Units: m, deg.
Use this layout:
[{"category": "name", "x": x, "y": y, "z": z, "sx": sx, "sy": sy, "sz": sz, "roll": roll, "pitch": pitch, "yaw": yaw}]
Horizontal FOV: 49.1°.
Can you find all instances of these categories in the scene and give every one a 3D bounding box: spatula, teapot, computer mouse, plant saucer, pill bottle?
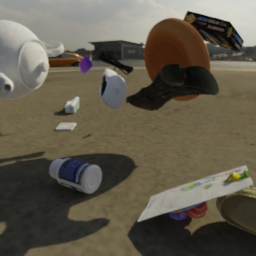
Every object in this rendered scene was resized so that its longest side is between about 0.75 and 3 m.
[{"category": "spatula", "x": -1.750, "y": -3.546, "z": 13.721, "sx": 0.236, "sy": 0.649, "sz": 2.297, "roll": -2, "pitch": 46, "yaw": 32}, {"category": "teapot", "x": -3.538, "y": -2.163, "z": 9.223, "sx": 2.021, "sy": 2.767, "sz": 2.731, "roll": 9, "pitch": -9, "yaw": 13}, {"category": "computer mouse", "x": -0.426, "y": -1.754, "z": 10.188, "sx": 1.480, "sy": 0.592, "sz": 2.699, "roll": 29, "pitch": 39, "yaw": -27}, {"category": "plant saucer", "x": 1.493, "y": -2.230, "z": 9.662, "sx": 0.544, "sy": 2.908, "sz": 2.908, "roll": -29, "pitch": 29, "yaw": -29}, {"category": "pill bottle", "x": -1.395, "y": 1.188, "z": 7.246, "sx": 1.301, "sy": 0.723, "sz": 0.723, "roll": 10, "pitch": 19, "yaw": 31}]

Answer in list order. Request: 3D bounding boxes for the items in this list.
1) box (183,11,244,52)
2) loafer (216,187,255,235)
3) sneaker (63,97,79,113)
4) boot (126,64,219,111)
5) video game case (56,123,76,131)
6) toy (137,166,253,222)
[{"category": "box", "x": 3.188, "y": -3.540, "z": 10.357, "sx": 1.682, "sy": 0.487, "sz": 2.116, "roll": 31, "pitch": 14, "yaw": 31}, {"category": "loafer", "x": 2.720, "y": 1.726, "z": 5.217, "sx": 2.214, "sy": 0.838, "sz": 0.756, "roll": 11, "pitch": 13, "yaw": 31}, {"category": "sneaker", "x": -3.210, "y": -1.338, "z": 15.915, "sx": 0.690, "sy": 0.712, "sz": 1.950, "roll": 4, "pitch": 17, "yaw": 0}, {"category": "boot", "x": 1.188, "y": -0.976, "z": 7.678, "sx": 2.077, "sy": 0.719, "sz": 1.809, "roll": 9, "pitch": -25, "yaw": -25}, {"category": "video game case", "x": -2.796, "y": -0.057, "z": 12.651, "sx": 0.709, "sy": 0.089, "sz": 0.991, "roll": 0, "pitch": 17, "yaw": 0}, {"category": "toy", "x": 1.446, "y": 1.511, "z": 5.823, "sx": 2.304, "sy": 0.544, "sz": 1.327, "roll": -27, "pitch": -1, "yaw": 19}]
